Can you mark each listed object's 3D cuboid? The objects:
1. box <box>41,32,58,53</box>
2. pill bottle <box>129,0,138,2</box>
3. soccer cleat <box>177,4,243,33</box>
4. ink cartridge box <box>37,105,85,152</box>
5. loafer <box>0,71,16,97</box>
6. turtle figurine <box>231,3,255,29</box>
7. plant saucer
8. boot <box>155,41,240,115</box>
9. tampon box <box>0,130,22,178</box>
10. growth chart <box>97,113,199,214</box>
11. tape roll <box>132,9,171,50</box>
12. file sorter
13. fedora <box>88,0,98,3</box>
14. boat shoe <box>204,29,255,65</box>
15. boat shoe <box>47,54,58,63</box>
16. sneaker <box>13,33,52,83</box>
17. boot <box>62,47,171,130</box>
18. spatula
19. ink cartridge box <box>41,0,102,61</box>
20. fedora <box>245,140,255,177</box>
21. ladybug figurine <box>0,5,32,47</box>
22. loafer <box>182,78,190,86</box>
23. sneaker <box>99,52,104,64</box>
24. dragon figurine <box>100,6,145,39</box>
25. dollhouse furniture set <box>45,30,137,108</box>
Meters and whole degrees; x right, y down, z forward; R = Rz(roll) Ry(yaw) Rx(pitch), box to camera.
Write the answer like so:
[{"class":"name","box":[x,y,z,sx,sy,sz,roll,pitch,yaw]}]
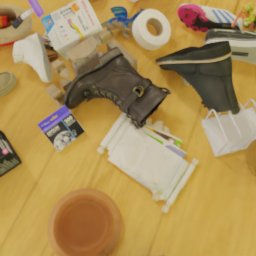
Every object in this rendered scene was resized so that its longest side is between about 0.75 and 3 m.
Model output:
[{"class":"box","box":[-2.198,-2.964,9.714,1.527,0.265,0.840,19,68,8]},{"class":"pill bottle","box":[0.840,-5.653,10.321,2.171,1.239,1.239,-33,70,-17]},{"class":"soccer cleat","box":[2.898,-3.841,9.893,2.356,0.823,1.017,25,56,6]},{"class":"ink cartridge box","box":[-1.928,0.010,8.133,0.993,0.218,1.003,-39,109,-13]},{"class":"loafer","box":[-4.348,-1.241,8.775,1.756,0.599,0.664,-38,72,-15]},{"class":"turtle figurine","box":[4.661,-3.739,9.764,2.030,0.811,2.517,36,63,7]},{"class":"plant saucer","box":[-1.137,2.528,7.259,1.968,0.368,1.968,0,66,-1]},{"class":"boot","box":[1.956,-1.376,8.397,1.097,2.832,1.959,-27,110,-18]},{"class":"tampon box","box":[-4.062,0.835,7.623,1.664,1.050,1.247,-35,71,-14]},{"class":"growth chart","box":[0.592,0.719,8.111,2.879,0.255,2.083,38,71,15]},{"class":"tape roll","box":[0.797,-3.309,9.479,1.287,0.450,1.287,4,80,-24]},{"class":"file sorter","box":[3.204,-0.076,8.021,1.698,1.058,1.179,-14,67,-5]},{"class":"fedora","box":[-1.361,-4.960,10.554,0.816,0.333,0.816,2,64,-4]},{"class":"boat shoe","box":[4.005,-2.761,9.209,2.926,1.035,0.932,10,68,6]},{"class":"boat shoe","box":[-2.766,-2.325,9.424,0.806,0.284,0.283,-25,71,-11]},{"class":"sneaker","box":[-3.111,-2.107,9.011,1.011,0.644,1.749,-19,75,2]},{"class":"boot","box":[-0.379,-0.853,8.291,2.674,0.926,2.328,-42,82,5]},{"class":"spatula","box":[-3.047,-3.334,8.289,0.212,2.061,0.582,-46,116,-36]},{"class":"ink cartridge box","box":[-1.654,-3.084,8.802,1.542,1.116,1.135,-26,85,4]},{"class":"fedora","box":[3.659,0.817,7.503,1.686,0.688,1.686,1,89,-30]},{"class":"ladybug figurine","box":[-4.420,-3.415,9.589,2.334,0.840,1.584,-3,66,-2]},{"class":"loafer","box":[1.867,-1.818,9.176,0.349,0.315,0.922,-18,68,-11]},{"class":"sneaker","box":[-0.549,-1.946,9.188,0.463,0.477,1.307,-25,79,-10]},{"class":"dragon figurine","box":[-0.348,-3.795,9.859,2.188,0.644,1.088,5,65,-3]},{"class":"dollhouse furniture set","box":[-1.118,-1.654,8.516,2.736,1.418,1.211,-38,70,-15]}]
